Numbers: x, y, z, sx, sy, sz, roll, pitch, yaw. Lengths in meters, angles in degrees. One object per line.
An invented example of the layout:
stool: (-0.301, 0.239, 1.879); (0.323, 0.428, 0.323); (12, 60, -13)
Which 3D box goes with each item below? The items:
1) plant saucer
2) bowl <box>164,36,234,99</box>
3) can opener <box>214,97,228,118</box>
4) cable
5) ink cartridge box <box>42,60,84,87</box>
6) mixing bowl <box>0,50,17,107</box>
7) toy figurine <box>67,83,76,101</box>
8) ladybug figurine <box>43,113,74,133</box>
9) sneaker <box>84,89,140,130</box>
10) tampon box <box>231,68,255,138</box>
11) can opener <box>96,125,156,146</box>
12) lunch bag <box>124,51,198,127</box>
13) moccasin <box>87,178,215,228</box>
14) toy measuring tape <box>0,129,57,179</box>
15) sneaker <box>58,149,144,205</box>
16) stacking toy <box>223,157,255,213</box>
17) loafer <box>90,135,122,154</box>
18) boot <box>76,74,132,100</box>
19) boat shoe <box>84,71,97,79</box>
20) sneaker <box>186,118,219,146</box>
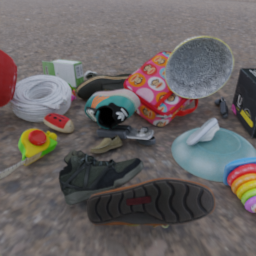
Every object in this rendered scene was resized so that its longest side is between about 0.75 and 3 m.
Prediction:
plant saucer: (2.391, 0.515, 7.664); (2.380, 0.458, 2.380); (0, 31, 0)
bowl: (2.013, -1.936, 8.361); (1.991, 1.991, 0.934); (-1, 40, -1)
can opener: (3.279, -0.721, 9.877); (0.413, 0.330, 1.235); (-23, 22, 29)
cable: (-2.983, -1.058, 9.647); (2.064, 0.714, 2.064); (-1, 42, 1)
ink cartridge box: (-2.597, -2.210, 11.183); (1.737, 0.902, 0.515); (13, 29, 30)
mixing bowl: (-4.099, -1.465, 8.460); (1.237, 2.284, 2.284); (7, 25, -30)
toy figurine: (-2.224, -1.243, 10.583); (0.787, 0.591, 0.724); (6, 37, -40)
ladybug figurine: (-2.130, -0.179, 8.623); (1.005, 0.361, 0.682); (21, 21, 0)
sneaker: (-0.746, -0.468, 8.163); (0.987, 0.881, 2.469); (-50, 23, -27)
tampon box: (4.851, -0.821, 8.722); (2.487, 1.570, 1.864); (0, 32, -1)
can opener: (-0.064, 0.252, 8.167); (1.774, 0.593, 0.473); (3, 34, 29)
lunch bag: (1.285, -1.245, 9.340); (2.245, 1.044, 2.549); (38, 61, 16)
moccasin: (0.413, 1.452, 5.183); (2.335, 0.902, 0.854); (-18, 70, 19)
toy measuring tape: (-2.719, 0.564, 7.112); (0.812, 0.812, 2.207); (19, 31, 27)
sneaker: (-0.649, 0.836, 5.914); (1.857, 1.064, 0.710); (-21, 6, 9)
stacking toy: (2.699, 1.459, 5.949); (0.891, 0.843, 1.536); (-12, 43, 3)
loafer: (-0.625, 0.461, 7.752); (1.006, 0.339, 0.383); (-18, 7, -37)
boot: (-0.617, -1.145, 10.057); (2.353, 0.911, 1.627); (-15, 47, -5)
boat shoe: (-1.505, -2.174, 11.729); (0.290, 0.322, 0.912); (37, 25, 16)
sneaker: (2.040, 0.187, 7.433); (1.147, 0.406, 0.419); (-35, 6, -22)
